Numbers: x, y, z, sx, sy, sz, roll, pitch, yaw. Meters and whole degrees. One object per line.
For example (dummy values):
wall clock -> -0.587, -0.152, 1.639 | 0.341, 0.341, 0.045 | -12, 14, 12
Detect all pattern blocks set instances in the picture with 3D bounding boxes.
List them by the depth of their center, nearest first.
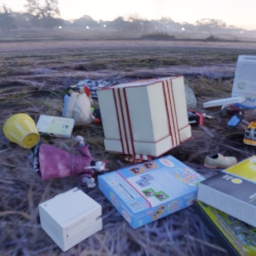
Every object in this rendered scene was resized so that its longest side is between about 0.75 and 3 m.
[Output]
pattern blocks set -> -2.257, -0.690, 14.883 | 2.367, 0.192, 2.080 | 0, 22, 1

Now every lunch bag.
lunch bag -> 2.718, -1.634, 15.792 | 1.776, 1.273, 2.165 | -3, 26, -4

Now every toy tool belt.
toy tool belt -> -2.707, -1.059, 13.862 | 1.512, 1.536, 2.460 | -16, 43, 11

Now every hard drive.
hard drive -> 5.373, -1.450, 15.682 | 1.951, 0.256, 1.287 | -8, 7, 38

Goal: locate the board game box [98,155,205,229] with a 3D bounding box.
board game box -> 0.812, 1.760, 8.486 | 2.819, 0.516, 2.132 | -13, 26, -28

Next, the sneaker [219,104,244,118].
sneaker -> 5.540, -0.852, 14.712 | 0.999, 0.654, 1.729 | 22, 30, 36

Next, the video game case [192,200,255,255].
video game case -> 3.058, 2.443, 7.160 | 1.979, 0.279, 2.190 | -6, 24, -15

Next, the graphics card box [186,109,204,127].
graphics card box -> 2.410, -0.427, 13.722 | 2.141, 0.545, 1.343 | -7, 20, -19

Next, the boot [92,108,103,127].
boot -> -0.528, -0.322, 13.245 | 1.778, 0.708, 2.157 | -6, 25, -28

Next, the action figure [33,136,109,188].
action figure -> -1.833, 1.318, 9.207 | 2.452, 1.825, 1.642 | 8, 61, -20

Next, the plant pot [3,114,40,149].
plant pot -> -4.285, 0.225, 11.522 | 1.238, 1.238, 1.165 | -20, 46, -40

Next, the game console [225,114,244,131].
game console -> 4.966, -0.282, 13.089 | 0.133, 0.855, 0.756 | 39, 4, -10

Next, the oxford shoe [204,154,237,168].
oxford shoe -> 3.347, 1.155, 10.049 | 1.230, 0.454, 0.435 | -6, 23, -14

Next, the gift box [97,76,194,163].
gift box -> 0.730, -0.301, 10.357 | 2.992, 2.794, 2.761 | 6, 19, 45

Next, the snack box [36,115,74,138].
snack box -> -3.285, -0.061, 12.547 | 1.551, 0.288, 0.901 | 7, 55, 4

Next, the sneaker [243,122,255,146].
sneaker -> 5.554, 0.080, 12.247 | 0.798, 0.788, 2.039 | 9, 22, 25

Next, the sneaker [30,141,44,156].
sneaker -> -3.305, 0.929, 10.731 | 0.579, 0.485, 1.277 | -28, 27, -32

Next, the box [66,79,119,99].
box -> -2.352, -2.705, 19.158 | 2.690, 0.673, 2.710 | 8, 24, 19

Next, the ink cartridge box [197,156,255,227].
ink cartridge box -> 3.918, 1.733, 7.390 | 2.932, 0.697, 2.967 | -12, 17, -36

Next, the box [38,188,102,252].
box -> -1.442, 2.237, 7.030 | 1.136, 0.746, 1.142 | -19, 29, -39

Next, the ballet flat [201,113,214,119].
ballet flat -> 4.095, -0.610, 14.580 | 0.787, 0.267, 0.284 | 16, 10, 22

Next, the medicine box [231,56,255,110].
medicine box -> 6.992, -2.749, 16.559 | 1.372, 2.666, 2.429 | 9, 24, 19
